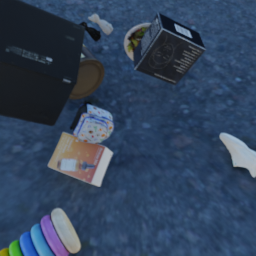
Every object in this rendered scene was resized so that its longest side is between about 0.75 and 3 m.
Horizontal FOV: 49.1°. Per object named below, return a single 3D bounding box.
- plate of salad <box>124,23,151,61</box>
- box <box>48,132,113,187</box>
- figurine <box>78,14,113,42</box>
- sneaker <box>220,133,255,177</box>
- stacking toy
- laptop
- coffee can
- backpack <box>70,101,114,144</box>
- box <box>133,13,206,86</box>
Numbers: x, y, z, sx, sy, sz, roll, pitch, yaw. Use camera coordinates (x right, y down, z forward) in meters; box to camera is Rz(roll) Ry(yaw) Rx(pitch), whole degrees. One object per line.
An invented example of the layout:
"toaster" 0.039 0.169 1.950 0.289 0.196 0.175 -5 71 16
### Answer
"plate of salad" 0.789 -2.728 9.669 1.934 1.934 0.464 8 58 6
"box" -1.353 0.910 8.089 1.437 0.764 1.094 17 76 18
"figurine" -1.119 -3.425 9.459 0.923 0.900 0.397 -17 63 38
"sneaker" 3.330 0.813 8.505 0.613 0.721 1.629 4 32 -45
"stacking toy" -2.550 3.061 6.561 2.697 1.151 1.151 -28 57 -14
"laptop" -3.075 -1.863 8.365 2.790 1.727 2.980 14 76 -30
"coffee can" -2.196 -2.429 10.249 1.704 1.704 2.329 -29 60 -21
"backpack" -0.915 -0.074 7.637 1.043 1.095 0.843 8 45 -31
"box" 1.243 -2.423 8.870 1.635 1.607 1.013 17 45 -23
